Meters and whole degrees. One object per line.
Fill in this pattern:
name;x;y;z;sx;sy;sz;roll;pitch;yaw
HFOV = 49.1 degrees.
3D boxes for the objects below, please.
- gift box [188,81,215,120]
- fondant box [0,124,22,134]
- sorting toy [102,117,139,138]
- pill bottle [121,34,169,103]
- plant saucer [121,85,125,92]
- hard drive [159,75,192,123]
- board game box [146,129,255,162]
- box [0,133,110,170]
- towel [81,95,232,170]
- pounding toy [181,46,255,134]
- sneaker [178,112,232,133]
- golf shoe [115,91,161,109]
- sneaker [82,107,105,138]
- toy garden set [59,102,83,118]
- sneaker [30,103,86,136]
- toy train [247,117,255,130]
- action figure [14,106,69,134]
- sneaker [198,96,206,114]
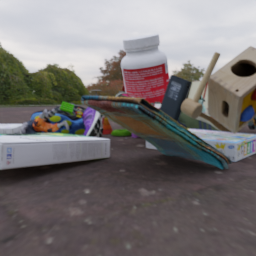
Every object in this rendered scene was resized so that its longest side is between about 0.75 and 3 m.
gift box;3.793;-1.053;13.291;2.169;2.026;2.002;18;-5;-27
fondant box;-4.684;0.185;9.738;1.837;0.535;1.325;1;7;-2
sorting toy;-0.390;-0.104;11.105;2.322;0.800;0.805;5;8;40
pill bottle;0.635;-1.716;9.869;1.625;2.895;1.625;-8;22;3
plant saucer;0.923;-1.292;12.597;2.563;0.470;2.559;18;-13;-3
hard drive;1.283;-0.827;7.831;0.191;1.161;0.810;7;19;-31
board game box;2.141;0.401;8.131;2.735;0.468;1.839;6;9;43
box;-2.137;0.431;6.489;2.132;0.537;2.953;5;1;35
towel;0.574;0.105;5.933;2.858;0.310;2.096;30;-12;-35
pounding toy;2.726;-0.892;7.318;2.612;2.295;1.195;-37;54;-12
sneaker;2.606;0.043;9.845;2.001;0.898;0.671;29;28;-4
golf shoe;0.603;-0.248;8.646;2.574;0.994;1.134;11;30;-35
sneaker;-1.212;-0.148;9.220;0.737;0.712;1.767;-4;47;15
toy garden set;-1.865;-0.578;9.297;0.767;0.184;0.920;17;15;-12
sneaker;-2.210;-0.271;9.883;1.172;1.003;2.829;37;26;30
toy train;5.231;-0.359;11.878;0.527;0.924;0.394;-42;20;-20
action figure;-2.469;0.000;8.259;1.502;0.812;1.553;-19;-22;26
sneaker;2.981;-0.991;11.477;0.489;0.783;1.328;17;21;20
